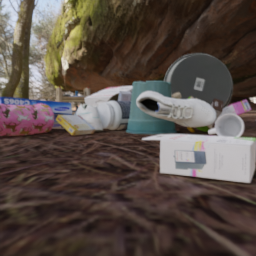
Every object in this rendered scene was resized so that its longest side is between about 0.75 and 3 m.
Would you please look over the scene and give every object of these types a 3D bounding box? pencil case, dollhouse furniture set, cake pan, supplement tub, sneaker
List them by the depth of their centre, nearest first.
[{"bbox_3d":[1.156,-0.415,7.114,2.102,0.783,0.915,11,12,15],"label":"sneaker"},{"bbox_3d":[-3.064,-0.253,7.700,0.892,0.854,2.063,24,16,31],"label":"pencil case"},{"bbox_3d":[-1.466,-0.363,9.575,0.786,0.896,2.235,-5,5,-31],"label":"sneaker"},{"bbox_3d":[-0.272,-0.436,9.651,1.410,0.989,0.989,-3,5,-37],"label":"supplement tub"},{"bbox_3d":[2.890,-1.718,11.399,2.852,2.852,0.523,0,-4,2],"label":"cake pan"},{"bbox_3d":[-3.810,-1.615,18.318,1.971,1.960,2.797,-2,5,-24],"label":"dollhouse furniture set"}]

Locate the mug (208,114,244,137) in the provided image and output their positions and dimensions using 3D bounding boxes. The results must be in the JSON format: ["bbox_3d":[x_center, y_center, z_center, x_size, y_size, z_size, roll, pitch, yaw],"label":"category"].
[{"bbox_3d":[2.370,0.012,6.801,0.856,0.632,0.750,-18,-7,24],"label":"mug"}]

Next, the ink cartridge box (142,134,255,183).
[{"bbox_3d":[0.879,0.335,3.519,1.282,0.432,0.751,2,5,29],"label":"ink cartridge box"}]

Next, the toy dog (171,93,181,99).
[{"bbox_3d":[1.329,-0.758,9.826,0.701,0.960,1.455,-34,2,-25],"label":"toy dog"}]

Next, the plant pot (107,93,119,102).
[{"bbox_3d":[-0.134,-0.738,12.556,1.414,1.414,1.227,2,-11,21],"label":"plant pot"}]

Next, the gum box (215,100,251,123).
[{"bbox_3d":[3.672,-0.536,10.127,0.709,0.413,1.250,-17,-10,-26],"label":"gum box"}]

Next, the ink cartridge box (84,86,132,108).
[{"bbox_3d":[-0.793,-1.409,14.747,1.912,1.080,2.610,1,20,25],"label":"ink cartridge box"}]

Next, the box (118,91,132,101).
[{"bbox_3d":[0.366,-0.758,10.672,1.589,1.239,0.327,1,30,-20],"label":"box"}]

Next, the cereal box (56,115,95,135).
[{"bbox_3d":[-1.481,-0.091,8.016,0.720,0.198,1.001,40,18,21],"label":"cereal box"}]

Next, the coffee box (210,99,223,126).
[{"bbox_3d":[2.930,-0.529,9.640,0.344,0.487,0.862,19,-37,2],"label":"coffee box"}]

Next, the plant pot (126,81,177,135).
[{"bbox_3d":[0.729,-0.640,8.740,1.595,1.562,1.595,1,5,0],"label":"plant pot"}]

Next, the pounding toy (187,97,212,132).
[{"bbox_3d":[2.009,-0.293,8.713,0.721,1.199,1.553,-32,-7,20],"label":"pounding toy"}]

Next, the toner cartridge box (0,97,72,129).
[{"bbox_3d":[-3.030,-0.446,9.153,2.163,0.467,1.028,3,-31,-27],"label":"toner cartridge box"}]

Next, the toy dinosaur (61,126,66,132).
[{"bbox_3d":[-1.916,-0.006,9.089,0.451,0.243,1.024,0,5,-36],"label":"toy dinosaur"}]
